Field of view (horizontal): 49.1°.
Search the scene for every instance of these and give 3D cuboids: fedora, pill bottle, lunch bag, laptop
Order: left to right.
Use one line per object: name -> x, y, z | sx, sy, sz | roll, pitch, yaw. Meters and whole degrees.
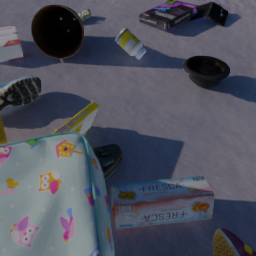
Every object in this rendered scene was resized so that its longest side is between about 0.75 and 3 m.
lunch bag -> -1.524, 1.554, 4.744 | 2.340, 1.125, 2.918 | -14, 60, 1
pill bottle -> 0.117, -2.918, 9.795 | 1.061, 0.594, 0.594 | 42, 53, -4
fedora -> 2.446, -1.710, 8.921 | 1.457, 0.665, 1.457 | -1, 44, 1
laptop -> 3.595, -4.945, 12.390 | 1.328, 0.686, 1.177 | 30, 59, -6

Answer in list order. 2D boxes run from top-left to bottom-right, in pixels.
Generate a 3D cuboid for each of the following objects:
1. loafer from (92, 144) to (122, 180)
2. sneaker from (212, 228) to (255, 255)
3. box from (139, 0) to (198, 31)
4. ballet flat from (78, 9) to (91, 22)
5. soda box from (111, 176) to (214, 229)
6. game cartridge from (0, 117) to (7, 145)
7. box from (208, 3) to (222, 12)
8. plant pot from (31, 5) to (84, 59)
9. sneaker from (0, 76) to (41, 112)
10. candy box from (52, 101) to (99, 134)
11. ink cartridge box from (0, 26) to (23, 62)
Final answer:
loafer -> -0.960, 0.916, 6.361 | 2.082, 0.655, 0.748 | -33, 52, -28
sneaker -> 2.301, 2.546, 4.818 | 0.877, 0.729, 1.946 | -16, 54, -25
box -> 1.766, -4.949, 12.165 | 1.553, 0.392, 2.173 | 32, 57, 34
ballet flat -> -2.023, -4.872, 12.227 | 0.381, 0.360, 1.129 | 25, 51, 22
soda box -> 0.667, 1.502, 5.708 | 1.996, 0.635, 0.683 | -4, 27, -5
game cartridge -> -4.314, -0.495, 5.840 | 2.863, 0.464, 2.524 | -3, 55, -40
box -> 3.855, -5.271, 12.555 | 0.310, 0.379, 0.798 | 45, 58, 7
plant pot -> -2.385, -3.707, 10.336 | 1.784, 1.784, 1.908 | 1, 30, 1
sneaker -> -3.623, -1.091, 8.229 | 2.141, 0.839, 0.963 | -26, 48, -24
candy box -> -1.477, 0.169, 6.772 | 0.255, 0.986, 1.928 | 41, 50, 4
ink cartridge box -> -4.541, -3.106, 10.326 | 1.069, 0.603, 1.456 | -15, 48, -15
